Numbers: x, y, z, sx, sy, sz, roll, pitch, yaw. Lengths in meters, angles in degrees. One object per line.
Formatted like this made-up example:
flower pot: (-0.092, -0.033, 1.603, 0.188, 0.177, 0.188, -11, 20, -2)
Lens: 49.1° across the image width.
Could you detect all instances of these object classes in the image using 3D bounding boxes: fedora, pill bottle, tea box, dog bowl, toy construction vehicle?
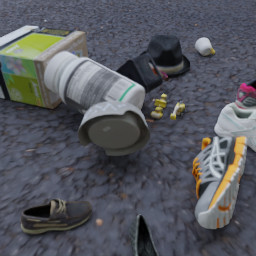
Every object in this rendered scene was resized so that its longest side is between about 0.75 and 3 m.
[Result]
fedora: (1.569, -3.341, 12.289, 2.647, 1.209, 2.647, 0, 37, 0)
pill bottle: (-1.063, -1.160, 8.685, 2.861, 1.618, 1.618, 31, 46, 17)
tea box: (-3.337, -2.401, 10.482, 2.772, 1.883, 2.818, 12, 39, 19)
dog bowl: (-0.364, 0.024, 7.304, 1.842, 1.842, 0.540, -1, 53, -2)
toy construction vehicle: (1.359, -0.733, 9.524, 1.044, 0.422, 1.199, 18, 41, 22)

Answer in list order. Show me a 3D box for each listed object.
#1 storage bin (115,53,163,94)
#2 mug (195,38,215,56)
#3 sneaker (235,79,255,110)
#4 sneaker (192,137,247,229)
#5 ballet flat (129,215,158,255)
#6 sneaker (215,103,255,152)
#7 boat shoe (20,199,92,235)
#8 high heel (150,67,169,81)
storage bin: (0.216, -1.590, 9.408, 0.788, 1.137, 1.682, -29, 2, -32)
mug: (3.759, -3.861, 13.450, 0.874, 0.700, 0.718, -10, 46, -2)
sneaker: (4.910, -1.324, 9.599, 2.719, 1.015, 1.096, -23, 40, -19)
sneaker: (2.021, 1.151, 6.614, 1.145, 1.161, 2.965, 10, 31, 26)
ballet flat: (0.321, 2.328, 5.369, 0.501, 0.428, 1.506, 1, 29, -18)
sneaker: (3.764, 0.122, 7.931, 2.581, 1.034, 0.908, 24, 42, 26)
boat shoe: (-1.532, 1.855, 6.019, 1.532, 0.562, 0.571, -12, 39, -15)
high heel: (1.138, -2.083, 10.668, 0.924, 0.312, 0.444, 32, 15, -31)
